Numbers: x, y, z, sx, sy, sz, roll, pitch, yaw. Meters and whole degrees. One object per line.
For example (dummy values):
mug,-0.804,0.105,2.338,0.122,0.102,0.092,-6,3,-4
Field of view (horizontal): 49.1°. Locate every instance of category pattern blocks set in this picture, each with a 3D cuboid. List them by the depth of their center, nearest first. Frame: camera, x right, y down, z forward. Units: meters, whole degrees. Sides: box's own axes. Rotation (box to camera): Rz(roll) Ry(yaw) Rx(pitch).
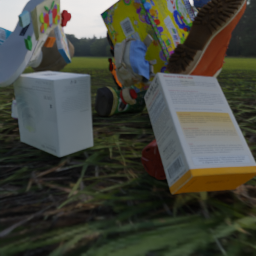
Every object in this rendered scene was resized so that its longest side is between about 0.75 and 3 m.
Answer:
pattern blocks set,-1.882,-2.613,6.583,0.149,1.612,1.834,22,62,10

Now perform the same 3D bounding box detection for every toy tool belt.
toy tool belt,0.236,-1.471,6.954,1.005,1.636,1.021,-15,-20,27

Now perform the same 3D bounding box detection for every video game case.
video game case,-2.415,-3.519,9.774,0.195,2.193,1.569,-12,-2,-2

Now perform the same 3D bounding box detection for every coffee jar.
coffee jar,-0.332,-1.267,12.572,2.408,1.256,1.027,-10,40,-35

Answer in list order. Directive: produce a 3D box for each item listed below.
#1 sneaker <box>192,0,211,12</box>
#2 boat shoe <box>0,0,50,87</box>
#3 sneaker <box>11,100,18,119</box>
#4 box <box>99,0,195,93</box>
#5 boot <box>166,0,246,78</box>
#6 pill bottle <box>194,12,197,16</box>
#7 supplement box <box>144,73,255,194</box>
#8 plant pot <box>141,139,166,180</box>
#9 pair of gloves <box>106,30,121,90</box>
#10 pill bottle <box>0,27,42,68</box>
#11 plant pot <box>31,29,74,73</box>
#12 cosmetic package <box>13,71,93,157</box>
sneaker,2.534,-3.713,8.914,0.767,0.898,2.037,30,30,24
boat shoe,-2.964,-2.362,8.211,1.017,2.868,1.001,16,-14,16
sneaker,-4.076,-0.932,12.059,0.714,0.950,1.907,11,17,37
box,0.918,-2.749,8.374,1.525,2.500,2.408,-13,16,47
boot,2.093,-2.102,6.882,1.311,2.446,0.918,24,18,-42
pill bottle,2.362,-3.887,10.270,1.052,0.586,0.586,0,11,45
supplement box,1.406,0.057,5.880,1.535,0.895,2.435,1,56,-20
plant pot,0.947,0.600,6.524,1.125,1.125,1.094,13,29,40
pair of gloves,-0.505,-2.554,10.586,0.257,2.082,1.855,-9,-19,6
pill bottle,-3.789,-2.536,8.992,1.085,1.085,1.958,13,1,39
plant pot,-3.652,-3.580,11.985,2.086,1.810,2.086,-12,53,17
cosmetic package,-2.224,-0.503,8.280,2.117,2.123,1.305,13,22,40
